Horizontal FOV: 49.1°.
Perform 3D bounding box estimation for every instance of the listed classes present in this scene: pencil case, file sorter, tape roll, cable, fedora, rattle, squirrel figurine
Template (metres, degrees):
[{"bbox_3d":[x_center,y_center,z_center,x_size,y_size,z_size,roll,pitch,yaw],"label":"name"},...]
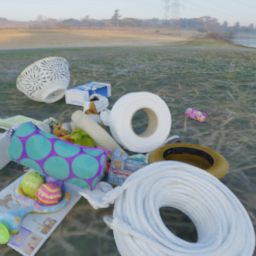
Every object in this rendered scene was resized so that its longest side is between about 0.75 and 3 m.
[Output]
[{"bbox_3d":[-1.538,0.590,6.214,2.169,1.002,0.923,21,-4,2],"label":"pencil case"},{"bbox_3d":[2.885,-0.556,11.985,0.420,0.420,0.951,-13,25,-29],"label":"pencil case"},{"bbox_3d":[-3.927,0.519,7.824,1.032,1.150,1.657,18,22,-1],"label":"file sorter"},{"bbox_3d":[0.349,-0.161,8.145,1.744,1.744,0.610,-9,8,-22],"label":"tape roll"},{"bbox_3d":[0.914,1.642,4.930,2.387,0.826,2.387,35,41,22],"label":"cable"},{"bbox_3d":[1.479,1.089,7.101,2.108,0.860,2.108,-1,19,0],"label":"fedora"},{"bbox_3d":[-0.878,0.935,7.621,1.946,1.774,2.725,-38,72,-26],"label":"rattle"},{"bbox_3d":[-1.668,0.095,9.443,1.607,1.218,1.722,-22,-12,-9],"label":"squirrel figurine"}]

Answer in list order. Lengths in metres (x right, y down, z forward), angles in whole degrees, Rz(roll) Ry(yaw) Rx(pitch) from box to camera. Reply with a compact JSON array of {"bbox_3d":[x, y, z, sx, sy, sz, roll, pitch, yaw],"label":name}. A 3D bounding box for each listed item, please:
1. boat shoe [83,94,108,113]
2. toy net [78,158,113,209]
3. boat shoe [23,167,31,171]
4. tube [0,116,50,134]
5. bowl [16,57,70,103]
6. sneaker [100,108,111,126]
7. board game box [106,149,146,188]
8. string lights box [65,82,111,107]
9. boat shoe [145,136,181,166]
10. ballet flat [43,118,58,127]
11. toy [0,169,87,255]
[{"bbox_3d":[-1.481,-1.243,13.289,0.808,0.718,2.196,4,22,10],"label":"boat shoe"},{"bbox_3d":[-0.807,1.367,7.051,1.281,0.472,2.443,7,20,-24],"label":"toy net"},{"bbox_3d":[-2.627,0.984,7.828,0.808,0.253,0.288,-24,10,18],"label":"boat shoe"},{"bbox_3d":[-3.937,-0.095,10.559,2.681,0.696,0.778,15,-15,40],"label":"tube"},{"bbox_3d":[-3.960,-2.125,14.092,2.822,1.324,2.822,-32,-11,-7],"label":"bowl"},{"bbox_3d":[-0.846,-0.452,11.556,0.517,0.501,1.416,-10,23,-25],"label":"sneaker"},{"bbox_3d":[-0.074,1.059,6.993,0.990,0.990,0.305,8,22,21],"label":"board game box"},{"bbox_3d":[-2.059,-1.803,14.749,1.211,0.695,2.357,12,24,27],"label":"string lights box"},{"bbox_3d":[1.113,0.768,8.344,1.581,0.569,0.512,-28,46,-35],"label":"boat shoe"},{"bbox_3d":[-3.149,-0.224,11.203,0.362,0.362,1.024,9,23,22],"label":"ballet flat"},{"bbox_3d":[-1.932,1.413,6.104,1.470,0.603,2.553,26,28,8],"label":"toy"}]
